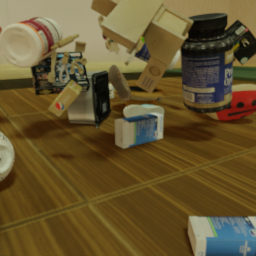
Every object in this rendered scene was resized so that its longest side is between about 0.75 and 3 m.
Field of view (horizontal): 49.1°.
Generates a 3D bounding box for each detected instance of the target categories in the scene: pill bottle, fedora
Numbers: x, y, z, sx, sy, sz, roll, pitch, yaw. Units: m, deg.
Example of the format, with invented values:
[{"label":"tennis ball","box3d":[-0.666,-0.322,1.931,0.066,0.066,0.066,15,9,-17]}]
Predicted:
[{"label":"pill bottle","box3d":[1.111,-3.452,12.422,2.222,1.234,1.234,23,14,-10]},{"label":"fedora","box3d":[0.582,-1.457,14.079,2.706,1.104,2.706,2,18,-1]},{"label":"pill bottle","box3d":[-2.934,-2.783,8.848,1.258,1.258,2.203,2,28,7]},{"label":"pill bottle","box3d":[2.496,-2.048,8.938,1.605,2.870,1.605,-7,27,4]}]

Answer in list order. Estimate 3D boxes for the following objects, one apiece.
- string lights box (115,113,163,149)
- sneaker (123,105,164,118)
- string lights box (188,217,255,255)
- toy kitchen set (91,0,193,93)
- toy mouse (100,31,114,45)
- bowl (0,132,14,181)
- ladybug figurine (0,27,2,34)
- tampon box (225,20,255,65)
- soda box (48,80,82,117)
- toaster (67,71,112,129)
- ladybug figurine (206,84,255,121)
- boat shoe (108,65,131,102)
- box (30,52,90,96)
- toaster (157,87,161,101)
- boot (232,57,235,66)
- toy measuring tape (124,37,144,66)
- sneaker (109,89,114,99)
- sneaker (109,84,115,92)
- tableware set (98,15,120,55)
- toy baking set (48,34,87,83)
[{"label":"string lights box","box3d":[0.399,0.058,9.448,1.708,0.877,0.503,-12,20,-34]},{"label":"sneaker","box3d":[0.569,-0.673,12.351,1.966,0.727,0.805,1,8,-28]},{"label":"string lights box","box3d":[1.660,1.788,4.633,1.220,0.360,0.627,0,17,2]},{"label":"toy kitchen set","box3d":[-0.039,-2.086,7.299,2.391,2.157,1.951,29,54,-1]},{"label":"toy mouse","box3d":[-0.857,-4.186,12.820,1.002,0.890,0.194,5,53,-20]},{"label":"bowl","box3d":[-3.061,0.668,6.220,0.701,1.494,1.494,-1,14,30]},{"label":"ladybug figurine","box3d":[-4.905,-3.549,9.873,1.051,0.557,1.549,38,3,-43]},{"label":"tampon box","box3d":[3.783,-2.870,9.453,1.132,0.848,0.715,31,30,-33]},{"label":"soda box","box3d":[-1.604,-0.736,7.138,0.343,1.013,0.324,37,37,-18]},{"label":"toaster","box3d":[-1.633,-1.283,11.916,1.373,2.092,2.314,0,16,12]},{"label":"ladybug figurine","box3d":[4.472,-0.983,11.788,2.593,1.760,0.933,-16,53,26]},{"label":"boat shoe","box3d":[-0.259,-1.429,9.046,0.477,1.259,0.452,-22,-4,22]},{"label":"box","box3d":[-2.516,-2.027,10.273,1.960,1.558,0.451,-9,-22,-22]},{"label":"toaster","box3d":[1.242,-2.037,16.553,1.185,0.778,1.311,-4,17,-13]},{"label":"boot","box3d":[4.005,-2.989,11.143,0.664,1.671,1.919,8,17,22]},{"label":"toy measuring tape","box3d":[0.159,-3.167,10.762,0.652,1.772,0.652,29,-15,8]},{"label":"sneaker","box3d":[-1.529,-2.005,16.764,0.608,0.589,1.664,13,21,38]},{"label":"sneaker","box3d":[-1.350,-2.734,19.220,1.415,0.572,0.541,-10,21,-27]},{"label":"tableware set","box3d":[-0.964,-4.966,14.942,0.258,2.227,1.861,-9,17,22]},{"label":"toy baking set","box3d":[-1.837,-2.084,8.558,0.192,1.268,1.652,20,44,40]}]
